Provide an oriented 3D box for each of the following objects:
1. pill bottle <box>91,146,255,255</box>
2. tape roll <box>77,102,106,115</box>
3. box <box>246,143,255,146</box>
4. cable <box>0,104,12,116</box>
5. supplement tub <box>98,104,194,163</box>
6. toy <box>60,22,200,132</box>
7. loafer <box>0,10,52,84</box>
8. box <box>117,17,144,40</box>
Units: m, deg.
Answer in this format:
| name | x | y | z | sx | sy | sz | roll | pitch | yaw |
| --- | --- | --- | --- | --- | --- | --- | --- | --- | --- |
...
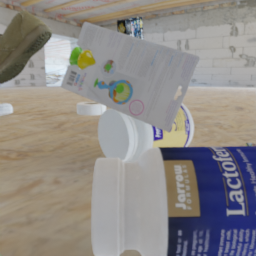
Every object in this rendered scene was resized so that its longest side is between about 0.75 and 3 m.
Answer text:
| name | x | y | z | sx | sy | sz | roll | pitch | yaw |
| --- | --- | --- | --- | --- | --- | --- | --- | --- | --- |
| pill bottle | 0.885 | 1.011 | 3.736 | 2.642 | 1.529 | 1.529 | -1 | 12 | -2 |
| tape roll | -2.145 | -1.150 | 16.402 | 1.698 | 0.594 | 1.698 | 0 | 11 | 0 |
| box | 4.026 | 0.647 | 8.889 | 0.422 | 0.133 | 0.767 | 2 | 12 | 11 |
| cable | -6.924 | -0.920 | 14.867 | 1.469 | 0.509 | 1.469 | -13 | 3 | -32 |
| supplement tub | 0.498 | 0.071 | 7.866 | 2.315 | 1.683 | 1.683 | -9 | 15 | -37 |
| toy | -0.017 | -1.100 | 5.909 | 2.657 | 1.530 | 0.627 | 23 | 4 | 16 |
| loafer | -2.835 | -1.821 | 6.677 | 2.427 | 0.819 | 0.923 | -33 | 2 | 19 |
| box | 0.138 | -3.028 | 9.935 | 0.378 | 1.641 | 1.304 | 7 | 27 | 27 |
